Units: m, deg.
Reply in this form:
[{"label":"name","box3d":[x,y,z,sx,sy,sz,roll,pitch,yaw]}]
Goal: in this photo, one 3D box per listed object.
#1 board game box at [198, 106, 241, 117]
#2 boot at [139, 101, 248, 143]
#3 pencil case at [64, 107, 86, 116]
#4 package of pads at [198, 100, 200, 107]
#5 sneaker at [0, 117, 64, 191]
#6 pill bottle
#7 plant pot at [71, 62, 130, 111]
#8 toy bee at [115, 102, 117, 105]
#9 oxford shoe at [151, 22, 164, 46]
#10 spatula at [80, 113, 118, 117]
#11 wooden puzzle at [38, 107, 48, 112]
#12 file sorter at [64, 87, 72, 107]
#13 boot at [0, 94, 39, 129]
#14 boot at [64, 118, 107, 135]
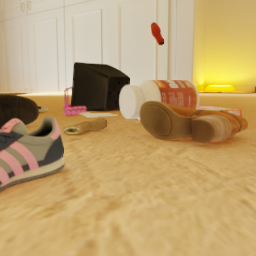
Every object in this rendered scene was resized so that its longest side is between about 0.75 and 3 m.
[{"label":"board game box","box3d":[3.187,-0.546,10.876,1.384,0.423,1.827,-4,10,-23]},{"label":"boot","box3d":[1.679,-0.169,7.326,1.905,0.907,2.463,-9,23,-44]},{"label":"pencil case","box3d":[-2.331,-0.746,12.312,0.944,0.428,0.442,-4,-17,-37]},{"label":"package of pads","box3d":[2.155,-0.998,12.693,1.957,0.740,1.179,6,11,31]},{"label":"sneaker","box3d":[-1.795,0.349,3.831,0.766,0.896,2.185,5,11,29]},{"label":"pill bottle","box3d":[1.125,-0.987,10.207,2.711,1.521,1.521,-5,11,-30]},{"label":"plant pot","box3d":[-1.314,-2.013,14.699,2.169,2.446,2.440,21,20,37]},{"label":"toy bee","box3d":[-1.146,-1.323,15.103,1.153,0.627,0.755,21,-11,-17]},{"label":"oxford shoe","box3d":[1.180,-3.986,11.776,0.389,1.092,0.396,-26,44,6]},{"label":"spatula","box3d":[-1.276,-0.584,12.137,1.480,0.119,1.029,-6,10,-30]},{"label":"wooden puzzle","box3d":[-4.942,-0.885,13.207,1.807,0.364,1.953,1,9,2]},{"label":"file sorter","box3d":[-2.912,-1.743,15.759,1.226,1.106,1.764,-5,6,-20]},{"label":"boot","box3d":[-4.634,-0.538,9.012,2.973,1.088,2.238,-13,15,-31]},{"label":"boot","box3d":[-1.176,-0.014,7.971,0.911,0.344,1.041,-11,4,19]}]
